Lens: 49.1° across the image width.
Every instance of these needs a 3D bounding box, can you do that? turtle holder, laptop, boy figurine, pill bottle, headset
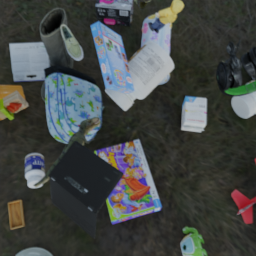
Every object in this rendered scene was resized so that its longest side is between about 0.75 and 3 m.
[{"bbox_3d":[2.065,3.758,9.058,0.730,0.781,1.028,-16,76,11],"label":"turtle holder"},{"bbox_3d":[-1.134,1.593,7.266,1.669,1.033,1.782,31,79,24],"label":"laptop"},{"bbox_3d":[1.241,-3.694,9.225,0.814,1.309,0.422,1,63,-42],"label":"boy figurine"},{"bbox_3d":[5.257,-1.333,10.888,2.352,1.305,1.305,-29,70,-12],"label":"pill bottle"},{"bbox_3d":[-2.663,1.230,7.996,0.537,0.537,0.896,-13,52,-5],"label":"pill bottle"},{"bbox_3d":[0.337,-1.674,9.324,2.209,1.263,1.263,-45,74,0],"label":"pill bottle"},{"bbox_3d":[3.547,-1.651,8.600,1.739,2.816,1.323,-23,58,26],"label":"headset"}]

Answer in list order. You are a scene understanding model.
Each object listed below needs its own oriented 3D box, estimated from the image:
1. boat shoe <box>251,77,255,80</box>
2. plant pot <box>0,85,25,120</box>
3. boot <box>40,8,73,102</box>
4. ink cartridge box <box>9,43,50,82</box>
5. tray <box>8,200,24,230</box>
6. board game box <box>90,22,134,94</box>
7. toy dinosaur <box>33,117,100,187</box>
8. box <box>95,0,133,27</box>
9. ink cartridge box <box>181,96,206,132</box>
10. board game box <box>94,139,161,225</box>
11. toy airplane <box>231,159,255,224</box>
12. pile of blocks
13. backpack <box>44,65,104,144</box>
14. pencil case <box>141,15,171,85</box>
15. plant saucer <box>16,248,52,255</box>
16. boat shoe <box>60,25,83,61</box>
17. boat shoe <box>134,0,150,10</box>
[{"bbox_3d":[6.121,-2.655,11.727,2.107,0.775,0.703,-14,69,-5],"label":"boat shoe"},{"bbox_3d":[-4.710,-1.075,10.843,1.305,1.425,1.425,-14,67,-23],"label":"plant pot"},{"bbox_3d":[-2.763,-2.555,10.518,1.033,2.847,2.589,13,69,-6],"label":"boot"},{"bbox_3d":[-4.113,-2.765,11.850,1.587,0.323,1.590,-2,99,-3],"label":"ink cartridge box"},{"bbox_3d":[-3.876,3.003,9.698,0.444,0.167,0.901,-13,69,-6],"label":"tray"},{"bbox_3d":[-0.401,-1.906,7.907,0.325,1.345,1.779,-17,83,23],"label":"board game box"},{"bbox_3d":[-1.468,0.843,7.841,1.090,0.587,2.474,47,68,-29],"label":"toy dinosaur"},{"bbox_3d":[-0.601,-5.393,12.730,1.580,1.044,0.906,7,67,3],"label":"box"},{"bbox_3d":[2.514,-0.440,10.789,0.818,0.797,1.273,7,67,3],"label":"ink cartridge box"},{"bbox_3d":[-0.063,1.837,9.841,1.721,0.573,2.559,-15,63,-6],"label":"board game box"},{"bbox_3d":[4.784,2.394,9.738,2.702,0.497,2.702,1,80,-9],"label":"toy airplane"},{"bbox_3d":[-3.844,-0.416,7.824,2.031,0.834,0.631,-11,46,-16],"label":"pile of blocks"},{"bbox_3d":[-1.980,-0.722,10.258,2.081,2.208,2.707,-2,76,43],"label":"backpack"},{"bbox_3d":[1.179,-3.272,11.679,1.232,1.345,2.965,18,66,-29],"label":"pencil case"},{"bbox_3d":[-3.095,4.736,8.821,1.778,0.446,1.778,0,68,0],"label":"plant saucer"},{"bbox_3d":[-1.908,-2.798,9.213,0.463,0.399,1.285,-31,80,1],"label":"boat shoe"},{"bbox_3d":[0.570,-4.366,9.059,0.630,1.762,0.579,-29,97,-5],"label":"boat shoe"}]
